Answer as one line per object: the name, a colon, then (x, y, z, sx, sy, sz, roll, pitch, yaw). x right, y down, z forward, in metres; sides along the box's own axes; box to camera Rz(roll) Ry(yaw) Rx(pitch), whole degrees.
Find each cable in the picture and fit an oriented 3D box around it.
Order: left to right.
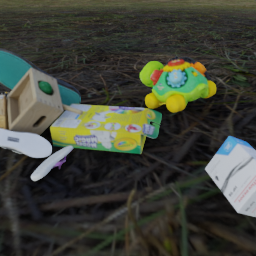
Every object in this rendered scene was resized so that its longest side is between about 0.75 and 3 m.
cable: (2.212, -2.150, 11.207, 1.768, 0.550, 2.167, -10, 47, -5)

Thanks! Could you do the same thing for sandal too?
sandal: (-1.659, 0.820, 6.244, 0.493, 0.297, 1.210, -11, 23, 41)

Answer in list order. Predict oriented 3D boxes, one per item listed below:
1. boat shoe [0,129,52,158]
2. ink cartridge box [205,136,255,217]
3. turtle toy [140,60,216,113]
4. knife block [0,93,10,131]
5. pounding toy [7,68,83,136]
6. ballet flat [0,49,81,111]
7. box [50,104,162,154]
boat shoe: (-2.557, 0.384, 6.725, 1.483, 0.532, 0.503, 12, -12, -8)
ink cartridge box: (2.112, 0.917, 4.965, 0.500, 0.868, 1.498, 20, 22, -25)
turtle toy: (1.437, -1.521, 9.243, 1.980, 1.373, 2.717, -25, 24, -31)
knife block: (-3.626, -0.214, 8.033, 0.589, 1.616, 1.841, -7, 74, -10)
pounding toy: (-2.224, -0.607, 7.346, 1.117, 1.572, 1.447, 23, 36, -45)
ballet flat: (-2.795, -1.357, 8.331, 2.946, 1.076, 1.076, 27, 18, -25)
box: (-0.486, -0.031, 7.474, 2.668, 0.645, 1.565, 3, 28, 12)
